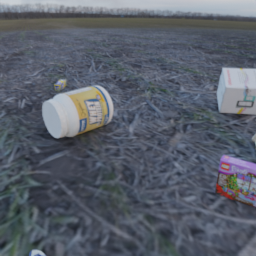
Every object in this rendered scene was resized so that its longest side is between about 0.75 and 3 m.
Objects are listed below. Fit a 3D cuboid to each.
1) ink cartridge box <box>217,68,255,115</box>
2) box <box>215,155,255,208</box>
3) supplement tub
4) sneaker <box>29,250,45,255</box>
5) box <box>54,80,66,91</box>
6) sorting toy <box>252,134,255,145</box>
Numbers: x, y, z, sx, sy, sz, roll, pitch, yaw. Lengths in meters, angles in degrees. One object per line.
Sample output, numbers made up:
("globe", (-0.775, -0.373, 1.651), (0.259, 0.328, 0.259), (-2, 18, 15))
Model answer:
("ink cartridge box", (5.284, -1.672, 12.792), (2.087, 1.524, 1.531), (4, 46, 7))
("box", (3.137, 1.459, 7.220), (1.622, 1.110, 0.317), (15, 29, 30))
("supplement tub", (-1.942, -0.627, 10.925), (2.330, 1.686, 1.686), (-22, 33, -37))
("sneaker", (-1.726, 2.647, 5.593), (0.313, 0.367, 0.832), (-24, 33, -38))
("box", (-3.973, -2.533, 16.487), (0.387, 0.355, 1.105), (2, 26, 5))
("sorting toy", (5.110, 0.714, 9.447), (1.408, 0.836, 1.564), (24, 29, 4))
